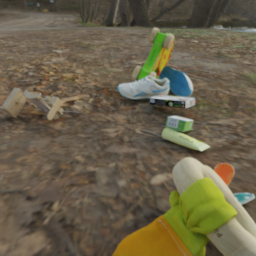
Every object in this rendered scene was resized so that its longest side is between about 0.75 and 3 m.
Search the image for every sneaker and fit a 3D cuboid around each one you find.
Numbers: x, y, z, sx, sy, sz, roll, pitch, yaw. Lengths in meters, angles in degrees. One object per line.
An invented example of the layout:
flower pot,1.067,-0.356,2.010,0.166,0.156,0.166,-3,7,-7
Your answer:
sneaker,0.566,-1.515,10.300,1.936,0.782,0.741,-1,39,-14
sneaker,2.108,-1.858,11.413,0.912,0.864,2.259,20,23,-28

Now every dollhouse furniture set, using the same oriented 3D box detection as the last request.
dollhouse furniture set,-2.871,-0.550,8.804,1.838,0.953,0.814,13,67,27

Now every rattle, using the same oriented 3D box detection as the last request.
rattle,1.050,1.507,4.464,1.759,1.930,2.701,32,10,7

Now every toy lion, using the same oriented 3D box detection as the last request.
toy lion,1.235,-2.806,11.834,0.898,2.616,2.508,25,0,13

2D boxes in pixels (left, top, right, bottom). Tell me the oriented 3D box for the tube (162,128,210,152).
tube,1.460,0.321,7.246,1.238,0.321,0.359,24,67,37

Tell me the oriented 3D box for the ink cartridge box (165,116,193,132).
ink cartridge box,1.477,-0.126,7.828,0.535,0.306,1.031,15,10,26

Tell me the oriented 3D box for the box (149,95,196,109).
box,1.490,-0.901,9.446,1.379,0.239,0.759,10,20,38
